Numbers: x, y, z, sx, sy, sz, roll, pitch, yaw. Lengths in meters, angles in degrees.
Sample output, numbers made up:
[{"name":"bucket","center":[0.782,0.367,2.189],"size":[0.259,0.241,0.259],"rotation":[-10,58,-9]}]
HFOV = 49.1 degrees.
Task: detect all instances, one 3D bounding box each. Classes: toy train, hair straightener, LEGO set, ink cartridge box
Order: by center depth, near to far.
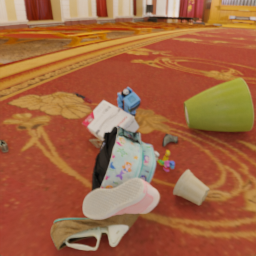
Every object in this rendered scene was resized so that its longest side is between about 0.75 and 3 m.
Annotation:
[{"name":"LEGO set","center":[1.454,1.183,10.897],"size":[0.486,0.523,1.275],"rotation":[2,18,-22]},{"name":"hair straightener","center":[-1.925,-1.234,11.484],"size":[0.976,0.200,0.375],"rotation":[22,2,-45]},{"name":"ink cartridge box","center":[-0.802,-0.124,12.578],"size":[1.541,0.884,2.121],"rotation":[-47,48,-13]},{"name":"toy train","center":[0.019,-1.081,12.592],"size":[0.756,1.743,0.996],"rotation":[-34,74,-13]}]

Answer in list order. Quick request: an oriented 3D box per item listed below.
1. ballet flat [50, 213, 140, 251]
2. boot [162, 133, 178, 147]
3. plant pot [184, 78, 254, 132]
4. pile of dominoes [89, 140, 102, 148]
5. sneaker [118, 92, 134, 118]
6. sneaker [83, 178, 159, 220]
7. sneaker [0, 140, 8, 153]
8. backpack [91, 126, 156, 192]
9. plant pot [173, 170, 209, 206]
[{"name":"ballet flat","center":[-0.829,2.900,7.862],"size":[2.627,0.891,0.950],"rotation":[-6,49,-11]},{"name":"boot","center":[1.927,0.571,12.708],"size":[0.638,0.331,0.976],"rotation":[14,32,14]},{"name":"plant pot","center":[4.163,-0.851,13.478],"size":[2.744,2.568,2.568],"rotation":[-11,27,6]},{"name":"pile of dominoes","center":[-1.156,0.600,11.052],"size":[0.595,0.764,0.122],"rotation":[3,61,30]},{"name":"sneaker","center":[-0.135,-1.009,14.496],"size":[0.873,1.401,2.614],"rotation":[-1,28,-1]},{"name":"sneaker","center":[-0.143,1.982,7.377],"size":[2.131,1.114,0.802],"rotation":[-26,52,29]},{"name":"sneaker","center":[-5.538,0.682,12.373],"size":[0.380,0.407,1.078],"rotation":[-20,34,-33]},{"name":"backpack","center":[-0.217,1.334,8.971],"size":[1.900,2.240,2.523],"rotation":[22,17,-4]},{"name":"plant pot","center":[2.153,2.063,9.346],"size":[0.907,0.991,0.991],"rotation":[32,40,27]}]
